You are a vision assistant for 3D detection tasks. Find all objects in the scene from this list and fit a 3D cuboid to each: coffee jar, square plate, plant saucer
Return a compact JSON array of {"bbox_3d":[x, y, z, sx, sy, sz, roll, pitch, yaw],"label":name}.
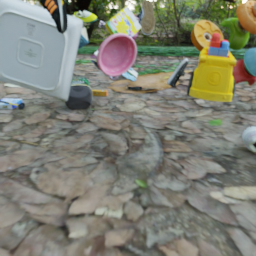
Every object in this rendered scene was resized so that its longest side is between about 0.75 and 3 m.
[{"bbox_3d":[-2.470,-1.738,13.746,1.361,1.113,2.609,-4,21,-11],"label":"coffee jar"},{"bbox_3d":[-2.884,-2.266,8.342,2.640,2.615,0.375,17,28,-2],"label":"square plate"},{"bbox_3d":[-0.214,-1.261,4.812,0.755,0.755,0.191,-13,40,-30],"label":"plant saucer"}]

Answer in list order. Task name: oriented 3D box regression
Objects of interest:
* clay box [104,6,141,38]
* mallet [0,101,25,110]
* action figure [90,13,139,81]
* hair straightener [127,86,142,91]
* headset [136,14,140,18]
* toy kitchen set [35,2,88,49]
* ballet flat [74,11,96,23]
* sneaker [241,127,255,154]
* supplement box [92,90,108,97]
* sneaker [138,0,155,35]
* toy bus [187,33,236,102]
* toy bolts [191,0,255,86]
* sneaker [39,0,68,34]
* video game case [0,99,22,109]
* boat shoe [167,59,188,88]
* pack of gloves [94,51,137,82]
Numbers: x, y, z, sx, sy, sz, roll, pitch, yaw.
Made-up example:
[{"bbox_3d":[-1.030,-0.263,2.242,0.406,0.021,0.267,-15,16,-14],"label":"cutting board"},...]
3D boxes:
[{"bbox_3d":[-0.143,-2.430,6.770,0.265,0.640,1.113,-18,28,42],"label":"clay box"},{"bbox_3d":[-5.401,-1.087,12.838,1.271,0.262,0.419,9,21,-25],"label":"mallet"},{"bbox_3d":[-0.262,-3.275,10.999,1.982,2.662,1.783,40,5,-38],"label":"action figure"},{"bbox_3d":[0.254,-2.396,16.730,1.218,0.249,0.469,19,28,41],"label":"hair straightener"},{"bbox_3d":[0.447,-4.346,11.348,0.526,0.852,0.400,51,8,26],"label":"headset"},{"bbox_3d":[-3.089,-3.241,10.397,2.555,2.047,1.505,-21,58,20],"label":"toy kitchen set"},{"bbox_3d":[-1.903,-4.808,12.060,1.332,0.447,0.445,22,63,43],"label":"ballet flat"},{"bbox_3d":[4.503,0.531,8.209,2.218,0.902,0.978,0,20,25],"label":"sneaker"},{"bbox_3d":[-1.571,-1.911,15.386,0.885,0.294,0.304,5,21,10],"label":"supplement box"},{"bbox_3d":[0.593,-3.446,9.226,0.469,1.337,0.725,3,-22,-6],"label":"sneaker"},{"bbox_3d":[2.274,-1.654,7.467,1.177,1.665,1.735,8,24,11],"label":"toy bus"},{"bbox_3d":[3.813,-2.916,9.239,2.663,2.788,1.934,-10,-13,-25],"label":"toy bolts"},{"bbox_3d":[-1.510,-2.390,5.564,0.483,1.073,0.375,-8,4,3],"label":"sneaker"},{"bbox_3d":[-5.790,-1.164,13.475,0.961,0.241,1.061,1,21,5],"label":"video game case"},{"bbox_3d":[2.076,-2.168,11.236,0.413,1.247,0.436,40,7,16],"label":"boat shoe"},{"bbox_3d":[-0.278,-2.167,9.190,1.570,0.310,1.319,36,25,-11],"label":"pack of gloves"}]
